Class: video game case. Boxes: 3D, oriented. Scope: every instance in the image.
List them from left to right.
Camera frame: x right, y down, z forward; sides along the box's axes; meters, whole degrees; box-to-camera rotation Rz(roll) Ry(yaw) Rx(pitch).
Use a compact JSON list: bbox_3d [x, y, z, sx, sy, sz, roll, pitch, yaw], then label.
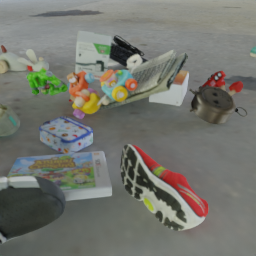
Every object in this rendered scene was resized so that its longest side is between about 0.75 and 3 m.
[{"bbox_3d":[-1.253,0.842,5.073,1.766,0.195,1.608,-4,17,-9],"label":"video game case"}]

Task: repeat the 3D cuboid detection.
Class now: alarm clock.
[{"bbox_3d":[2.377,-0.594,7.279,1.576,0.525,1.063,15,46,-5],"label":"alarm clock"}]

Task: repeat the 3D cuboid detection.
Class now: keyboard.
[{"bbox_3d":[-0.430,-3.196,11.060,2.895,0.574,1.507,29,39,10],"label":"keyboard"}]

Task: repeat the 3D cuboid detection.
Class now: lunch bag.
[{"bbox_3d":[-1.419,0.118,6.452,1.171,0.442,0.938,24,37,33],"label":"lunch bag"}]

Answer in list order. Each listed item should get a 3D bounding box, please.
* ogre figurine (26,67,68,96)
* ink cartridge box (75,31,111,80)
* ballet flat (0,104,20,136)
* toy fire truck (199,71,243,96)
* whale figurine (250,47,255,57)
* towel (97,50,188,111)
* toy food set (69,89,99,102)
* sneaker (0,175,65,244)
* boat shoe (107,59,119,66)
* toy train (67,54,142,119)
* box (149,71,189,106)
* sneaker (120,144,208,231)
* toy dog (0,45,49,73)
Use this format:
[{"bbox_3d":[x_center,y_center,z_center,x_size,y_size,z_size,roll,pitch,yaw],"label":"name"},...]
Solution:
[{"bbox_3d":[-2.394,-1.297,8.022,1.240,0.743,0.608,19,60,36],"label":"ogre figurine"},{"bbox_3d":[-1.186,-2.367,9.346,1.084,1.478,0.614,5,52,-8],"label":"ink cartridge box"},{"bbox_3d":[-3.825,-0.452,6.656,2.558,0.815,0.862,12,58,9],"label":"ballet flat"},{"bbox_3d":[2.755,-1.167,8.342,1.309,0.923,0.319,-44,15,-18],"label":"toy fire truck"},{"bbox_3d":[5.752,-3.372,12.264,0.850,0.441,0.676,-21,36,-30],"label":"whale figurine"},{"bbox_3d":[0.382,-1.371,7.711,2.317,0.400,2.231,-13,27,33],"label":"towel"},{"bbox_3d":[-1.281,-0.914,8.204,0.874,0.215,0.883,-27,37,-36],"label":"toy food set"},{"bbox_3d":[-2.192,1.701,3.351,2.977,1.117,1.719,-14,37,-4],"label":"sneaker"},{"bbox_3d":[-1.159,-2.874,11.287,1.712,0.587,0.616,8,32,13],"label":"boat shoe"},{"bbox_3d":[-0.848,-1.236,7.278,2.399,0.667,1.802,-17,49,29],"label":"toy train"},{"bbox_3d":[1.259,-1.273,8.517,0.951,0.664,1.249,10,32,15],"label":"box"},{"bbox_3d":[0.561,0.975,4.925,0.843,0.765,1.986,-5,34,-36],"label":"sneaker"},{"bbox_3d":[-4.026,-2.618,10.507,1.966,0.947,1.297,-7,32,-11],"label":"toy dog"}]
